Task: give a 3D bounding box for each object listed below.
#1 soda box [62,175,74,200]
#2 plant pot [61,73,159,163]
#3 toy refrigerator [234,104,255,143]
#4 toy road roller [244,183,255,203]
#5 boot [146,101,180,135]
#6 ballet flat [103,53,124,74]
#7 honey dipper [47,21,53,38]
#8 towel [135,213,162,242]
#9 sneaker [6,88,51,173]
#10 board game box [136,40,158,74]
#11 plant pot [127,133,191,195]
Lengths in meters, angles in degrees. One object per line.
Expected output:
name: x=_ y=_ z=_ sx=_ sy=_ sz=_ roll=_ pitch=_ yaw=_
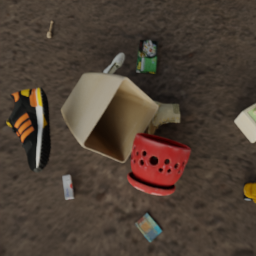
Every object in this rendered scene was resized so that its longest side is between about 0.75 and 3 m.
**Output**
soda box: x=-2.125 y=2.103 z=9.924 sx=0.280 sy=0.260 sz=0.821 roll=-11 pitch=68 yaw=-4
plant pot: x=-0.825 y=-0.572 z=9.718 sx=2.147 sy=2.422 sz=2.425 roll=34 pitch=91 yaw=37
toy refrigerator: x=5.668 y=-0.701 z=10.682 sx=2.901 sy=1.015 sz=1.101 roll=-29 pitch=71 yaw=-11
toy road roller: x=4.492 y=2.219 z=9.623 sx=0.994 sy=0.726 sz=0.611 roll=11 pitch=68 yaw=4
boot: x=1.346 y=-0.223 z=10.738 sx=1.283 sy=0.601 sz=1.651 roll=6 pitch=69 yaw=-2
ballet flat: x=-0.484 y=-2.403 z=10.872 sx=0.396 sy=0.396 sz=1.142 roll=43 pitch=90 yaw=16
honey dipper: x=-3.539 y=-4.497 z=12.729 sx=0.176 sy=0.176 sz=0.929 roll=2 pitch=66 yaw=1
towel: x=0.694 y=3.378 z=9.491 sx=0.580 sy=0.086 sz=0.790 roll=-37 pitch=72 yaw=-15
sneaker: x=-2.981 y=0.071 z=8.282 sx=1.167 sy=0.907 sz=2.595 roll=-6 pitch=72 yaw=-1
board game box: x=0.828 y=-3.090 z=12.136 sx=0.853 sy=0.191 sz=1.628 roll=7 pitch=68 yaw=1
plant pot: x=0.971 y=1.205 z=9.327 sx=1.878 sy=1.878 sz=1.710 roll=14 pitch=97 yaw=6
